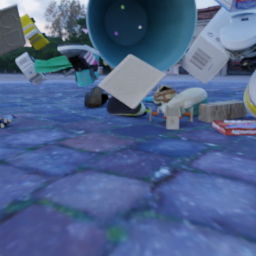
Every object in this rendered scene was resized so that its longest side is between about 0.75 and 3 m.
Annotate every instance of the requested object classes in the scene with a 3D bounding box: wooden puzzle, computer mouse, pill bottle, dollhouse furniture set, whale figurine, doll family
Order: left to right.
[{"bbox_3d":[-4.015,-2.963,8.649,1.516,1.637,0.379,-34,69,-27],"label":"wooden puzzle"},{"bbox_3d":[-4.053,-0.220,8.858,1.074,0.421,0.621,4,7,-8],"label":"doll family"},{"bbox_3d":[0.063,-0.785,4.733,0.900,0.168,0.832,34,73,30],"label":"wooden puzzle"},{"bbox_3d":[1.388,-0.324,9.083,1.418,0.730,1.403,2,0,6],"label":"dollhouse furniture set"},{"bbox_3d":[2.241,-0.853,11.104,1.887,0.979,1.502,-24,20,2],"label":"whale figurine"},{"bbox_3d":[4.627,-1.060,8.983,1.628,1.628,2.896,4,-2,18],"label":"pill bottle"},{"bbox_3d":[3.582,-1.827,6.589,1.875,0.319,0.550,-26,-45,28],"label":"computer mouse"}]

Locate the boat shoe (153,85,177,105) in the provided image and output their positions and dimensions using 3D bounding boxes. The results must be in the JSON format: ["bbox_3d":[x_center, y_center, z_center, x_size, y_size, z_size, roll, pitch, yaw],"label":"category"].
[{"bbox_3d":[1.883,-1.655,13.850,1.011,0.987,2.673,-13,15,-9],"label":"boat shoe"}]

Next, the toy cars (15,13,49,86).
[{"bbox_3d":[-3.464,-2.684,10.020,1.149,2.562,0.567,4,27,-12],"label":"toy cars"}]

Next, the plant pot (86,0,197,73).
[{"bbox_3d":[0.174,-3.011,7.926,2.907,2.907,1.958,-3,18,-14],"label":"plant pot"}]

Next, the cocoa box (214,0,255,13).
[{"bbox_3d":[2.652,-3.134,6.235,1.162,0.762,0.775,-12,47,-12],"label":"cocoa box"}]

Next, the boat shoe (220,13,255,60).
[{"bbox_3d":[2.409,-1.872,5.985,0.830,0.768,2.248,-1,30,19],"label":"boat shoe"}]

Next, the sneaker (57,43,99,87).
[{"bbox_3d":[-1.055,-1.354,6.205,0.588,0.849,1.407,-1,4,22],"label":"sneaker"}]

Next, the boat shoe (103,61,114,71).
[{"bbox_3d":[-0.694,-2.383,9.924,0.431,1.167,0.441,-42,2,18],"label":"boat shoe"}]

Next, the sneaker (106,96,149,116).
[{"bbox_3d":[-0.035,-0.730,11.046,0.879,0.761,2.122,20,-3,-40],"label":"sneaker"}]

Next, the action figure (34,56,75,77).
[{"bbox_3d":[-1.826,-1.827,8.175,1.709,0.467,1.010,-10,39,-10],"label":"action figure"}]

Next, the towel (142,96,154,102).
[{"bbox_3d":[1.942,-1.534,15.639,2.017,0.219,1.479,9,16,29],"label":"towel"}]

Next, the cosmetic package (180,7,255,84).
[{"bbox_3d":[2.741,-2.695,7.942,2.775,1.027,1.411,-49,-3,-24],"label":"cosmetic package"}]

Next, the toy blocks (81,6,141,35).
[{"bbox_3d":[-0.511,-3.772,10.384,1.842,1.659,1.971,32,17,-29],"label":"toy blocks"}]

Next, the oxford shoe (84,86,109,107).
[{"bbox_3d":[-1.463,-1.483,13.990,1.041,0.896,2.467,7,21,1],"label":"oxford shoe"}]

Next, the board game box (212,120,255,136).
[{"bbox_3d":[3.845,-0.021,8.228,2.411,0.234,1.241,0,11,-1],"label":"board game box"}]

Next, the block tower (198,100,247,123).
[{"bbox_3d":[3.484,-0.637,10.260,2.194,0.634,0.593,-7,14,-35],"label":"block tower"}]
